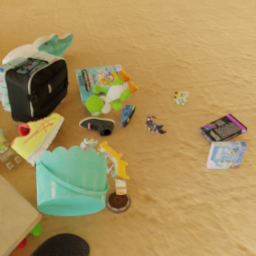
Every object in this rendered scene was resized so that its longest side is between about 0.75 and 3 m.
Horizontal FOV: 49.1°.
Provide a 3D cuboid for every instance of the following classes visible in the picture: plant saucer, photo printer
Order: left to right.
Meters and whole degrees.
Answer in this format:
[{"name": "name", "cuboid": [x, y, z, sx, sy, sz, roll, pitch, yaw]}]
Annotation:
[{"name": "photo printer", "cuboid": [-4.353, -2.415, 11.841, 0.692, 1.992, 1.658, 20, 48, 22]}, {"name": "plant saucer", "cuboid": [-0.297, 2.161, 8.275, 0.777, 0.125, 0.777, 0, 42, 0]}]

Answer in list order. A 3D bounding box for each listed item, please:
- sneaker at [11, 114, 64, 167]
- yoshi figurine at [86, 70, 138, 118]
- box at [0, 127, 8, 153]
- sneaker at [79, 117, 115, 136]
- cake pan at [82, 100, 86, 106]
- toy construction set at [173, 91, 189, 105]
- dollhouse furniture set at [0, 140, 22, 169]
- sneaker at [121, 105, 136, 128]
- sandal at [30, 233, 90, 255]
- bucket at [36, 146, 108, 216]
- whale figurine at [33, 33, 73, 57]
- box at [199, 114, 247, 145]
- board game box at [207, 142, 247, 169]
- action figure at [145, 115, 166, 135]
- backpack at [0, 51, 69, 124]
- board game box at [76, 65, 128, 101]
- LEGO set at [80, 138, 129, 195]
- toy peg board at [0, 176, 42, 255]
[{"name": "sneaker", "cuboid": [-2.974, 0.104, 9.324, 1.174, 1.016, 2.599, 31, 26, -11]}, {"name": "yoshi figurine", "cuboid": [-0.725, -1.124, 10.137, 2.056, 1.151, 1.155, -39, 30, 15]}, {"name": "box", "cuboid": [-4.577, 0.171, 9.728, 0.301, 0.770, 1.263, -23, 62, -16]}, {"name": "sneaker", "cuboid": [-1.158, -0.020, 10.359, 1.327, 0.469, 0.658, 2, 37, -4]}, {"name": "cake pan", "cuboid": [-1.448, -0.868, 11.138, 0.889, 0.889, 0.163, 22, 89, 22]}, {"name": "toy construction set", "cuboid": [2.248, -1.316, 11.810, 0.594, 0.417, 0.905, -6, 29, 29]}, {"name": "dollhouse furniture set", "cuboid": [-3.850, 0.781, 9.337, 0.926, 0.602, 0.850, -39, 98, -28]}, {"name": "sneaker", "cuboid": [-0.116, -0.478, 10.864, 0.474, 0.398, 1.209, 17, 48, 12]}, {"name": "sandal", "cuboid": [-2.079, 3.370, 6.476, 2.669, 0.601, 1.002, -23, 58, -42]}, {"name": "bucket", "cuboid": [-1.499, 1.503, 7.572, 2.040, 2.040, 1.327, -4, 59, -4]}, {"name": "whale figurine", "cuboid": [-3.561, -3.782, 13.695, 2.363, 1.880, 1.226, -35, 84, -33]}, {"name": "box", "cuboid": [3.440, 0.071, 10.212, 1.373, 0.248, 0.982, -23, 42, -8]}, {"name": "board game box", "cuboid": [3.133, 0.888, 8.969, 1.028, 1.033, 0.224, 0, 39, 0]}, {"name": "action figure", "cuboid": [0.931, -0.081, 10.083, 0.361, 0.678, 1.042, -24, 28, -18]}, {"name": "backpack", "cuboid": [-3.476, -1.616, 10.709, 2.042, 2.408, 2.712, 22, 43, 15]}, {"name": "board game box", "cuboid": [-1.129, -1.974, 12.109, 2.004, 0.470, 1.513, -9, 54, -13]}, {"name": "LEGO set", "cuboid": [-0.624, 1.269, 8.550, 1.020, 0.826, 2.218, 1, 40, -48]}, {"name": "toy peg board", "cuboid": [-3.543, 2.658, 7.263, 2.228, 1.090, 2.218, 29, 66, 30]}]
